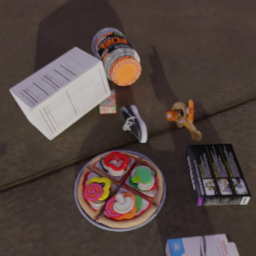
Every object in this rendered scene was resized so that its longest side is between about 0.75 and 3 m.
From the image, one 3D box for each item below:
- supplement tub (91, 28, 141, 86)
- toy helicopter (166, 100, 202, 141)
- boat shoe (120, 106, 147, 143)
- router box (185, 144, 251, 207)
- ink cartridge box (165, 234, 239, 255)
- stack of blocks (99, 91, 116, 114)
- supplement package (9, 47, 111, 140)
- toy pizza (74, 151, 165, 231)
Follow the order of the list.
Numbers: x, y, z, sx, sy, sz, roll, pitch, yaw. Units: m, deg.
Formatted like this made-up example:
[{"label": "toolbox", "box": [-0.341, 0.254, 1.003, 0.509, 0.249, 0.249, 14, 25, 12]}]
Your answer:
[{"label": "supplement tub", "box": [-0.528, -3.157, 12.501, 1.664, 1.664, 2.716, -15, 46, -15]}, {"label": "toy helicopter", "box": [2.157, -0.265, 10.080, 0.631, 1.058, 1.600, -15, 64, -38]}, {"label": "boat shoe", "box": [0.150, -0.166, 10.103, 0.628, 0.679, 1.838, -4, 48, -18]}, {"label": "router box", "box": [2.710, 1.395, 8.721, 1.518, 0.520, 2.035, -1, 45, 0]}, {"label": "ink cartridge box", "box": [1.935, 3.249, 6.796, 1.852, 0.628, 1.074, -4, 45, -4]}, {"label": "stack of blocks", "box": [-0.837, -1.058, 11.337, 0.622, 0.316, 1.080, -3, 45, -3]}, {"label": "supplement package", "box": [-2.390, -1.316, 10.296, 2.976, 1.693, 1.630, -40, 54, -22]}, {"label": "toy pizza", "box": [-0.245, 1.700, 8.395, 2.746, 0.435, 2.746, 0, 47, 0]}]
